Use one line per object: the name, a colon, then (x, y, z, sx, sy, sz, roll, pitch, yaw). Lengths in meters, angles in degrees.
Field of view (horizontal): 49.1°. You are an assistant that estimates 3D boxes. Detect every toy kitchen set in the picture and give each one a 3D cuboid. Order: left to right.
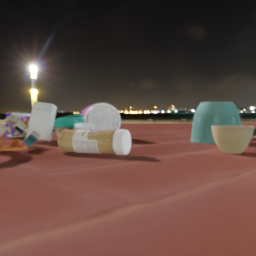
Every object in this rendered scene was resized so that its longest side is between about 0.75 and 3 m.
toy kitchen set: (-3.646, 0.311, 9.013, 1.165, 0.933, 0.686, 42, -43, -17)

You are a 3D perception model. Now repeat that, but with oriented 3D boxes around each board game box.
board game box: (-5.527, -0.149, 14.539, 0.401, 1.204, 1.790, 1, 3, 20)

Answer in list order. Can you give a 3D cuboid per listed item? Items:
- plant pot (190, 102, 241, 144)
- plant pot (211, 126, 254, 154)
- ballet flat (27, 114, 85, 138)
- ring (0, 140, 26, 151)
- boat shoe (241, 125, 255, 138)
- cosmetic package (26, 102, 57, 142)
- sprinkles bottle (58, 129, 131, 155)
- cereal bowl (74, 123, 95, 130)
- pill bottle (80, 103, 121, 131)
plant pot: (3.542, -0.230, 11.295, 2.011, 1.614, 2.011, -1, 2, 0)
plant pot: (2.920, 0.323, 7.878, 1.119, 0.751, 1.119, 0, 3, 0)
ballet flat: (-3.158, 0.021, 12.019, 2.658, 0.935, 0.895, -6, -15, 10)
ring: (-3.925, 0.408, 6.768, 2.780, 0.267, 2.780, 0, -3, 0)
boat shoe: (5.089, 0.156, 12.909, 1.924, 0.728, 0.580, -2, -4, -25)
cosmetic package: (-3.470, -0.242, 11.289, 0.842, 1.492, 0.606, 9, -9, 4)
sprinkles bottle: (-0.928, 0.373, 7.594, 1.963, 0.670, 0.670, 0, 2, 22)
cereal bowl: (-1.737, 0.072, 11.097, 0.809, 0.337, 0.809, 7, 18, -2)
pill bottle: (-1.530, -0.354, 13.808, 1.660, 1.660, 2.958, -1, 2, -19)
